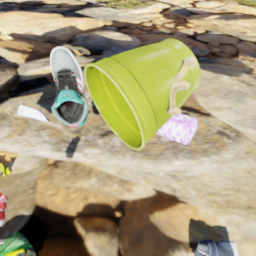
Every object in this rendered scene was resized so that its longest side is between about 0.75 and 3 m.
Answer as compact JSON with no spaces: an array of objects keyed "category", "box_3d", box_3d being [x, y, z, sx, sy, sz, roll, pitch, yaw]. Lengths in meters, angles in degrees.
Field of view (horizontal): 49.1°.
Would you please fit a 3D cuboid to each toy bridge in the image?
[{"category":"toy bridge","box_3d":[1.234,-0.997,6.658,0.200,1.468,0.494,23,-12,-22]}]

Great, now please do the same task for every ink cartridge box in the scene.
[{"category":"ink cartridge box","box_3d":[-2.560,-0.372,8.387,1.288,0.323,1.045,12,-1,-14]}]

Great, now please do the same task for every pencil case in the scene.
[{"category":"pencil case","box_3d":[1.308,-0.326,10.981,2.765,1.182,1.160,21,60,25]}]

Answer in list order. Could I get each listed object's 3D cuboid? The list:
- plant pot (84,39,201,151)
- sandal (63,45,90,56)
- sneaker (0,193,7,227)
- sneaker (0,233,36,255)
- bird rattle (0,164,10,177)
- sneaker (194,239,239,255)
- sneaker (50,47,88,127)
[{"category":"plant pot","box_3d":[0.561,-1.154,7.831,2.531,2.629,2.629,-34,46,-18]},{"category":"sandal","box_3d":[-1.921,-2.841,10.383,1.041,0.284,0.426,12,0,-5]},{"category":"sneaker","box_3d":[-2.434,1.431,4.781,0.387,0.611,1.087,7,-7,5]},{"category":"sneaker","box_3d":[-3.433,3.270,6.566,2.298,0.897,0.979,-14,30,-32]},{"category":"bird rattle","box_3d":[-4.454,1.406,9.325,0.873,0.492,0.712,13,55,22]},{"category":"sneaker","box_3d":[2.118,3.289,6.530,1.116,0.587,1.545,10,27,-5]},{"category":"sneaker","box_3d":[-1.724,-1.059,7.921,1.004,2.402,1.450,-15,17,-2]}]
